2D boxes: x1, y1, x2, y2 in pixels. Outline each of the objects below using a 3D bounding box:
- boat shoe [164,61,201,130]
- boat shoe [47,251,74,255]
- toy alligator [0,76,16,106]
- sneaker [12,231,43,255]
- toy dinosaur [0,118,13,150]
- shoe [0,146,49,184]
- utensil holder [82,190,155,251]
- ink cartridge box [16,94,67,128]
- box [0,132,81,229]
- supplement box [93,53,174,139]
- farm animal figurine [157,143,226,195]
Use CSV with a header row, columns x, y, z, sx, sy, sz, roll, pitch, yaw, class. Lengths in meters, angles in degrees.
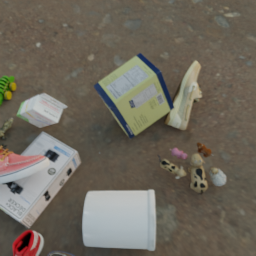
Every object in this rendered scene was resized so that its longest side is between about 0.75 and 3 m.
x,y,z,sx,sy,sz,roll,pitch,yaw,class
2.370,-1.284,11.075,0.951,1.056,2.926,24,72,4,boat shoe
-1.374,4.027,7.761,2.153,0.779,0.778,23,53,12,boat shoe
-5.260,-1.388,11.450,0.694,0.635,2.340,9,57,6,toy alligator
-3.089,3.846,7.687,0.829,1.222,2.116,7,57,5,sneaker
-5.090,0.560,10.254,2.370,0.562,1.044,-36,49,-20,toy dinosaur
-3.863,0.962,8.419,2.793,0.998,1.270,-15,97,5,shoe
-0.222,2.656,8.209,1.975,1.678,1.678,1,57,2,utensil holder
-3.113,-0.583,10.070,1.795,1.051,0.604,-12,55,47,ink cartridge box
-3.070,1.664,9.339,1.619,0.835,2.776,29,62,17,box
0.253,-1.090,10.001,2.032,2.034,1.365,-35,50,-2,supplement box
2.102,1.351,9.198,1.811,0.944,1.791,-25,82,-1,farm animal figurine
